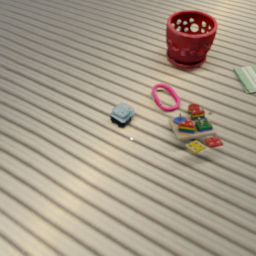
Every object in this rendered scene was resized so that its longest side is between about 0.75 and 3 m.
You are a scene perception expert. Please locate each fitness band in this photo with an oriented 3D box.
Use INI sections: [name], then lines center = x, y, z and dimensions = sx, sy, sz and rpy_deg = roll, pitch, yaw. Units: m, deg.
[fitness band]
center = 1.495, -1.242, 11.229
dimensions = 1.011, 0.264, 1.408
rpy_deg = -13, 55, -20

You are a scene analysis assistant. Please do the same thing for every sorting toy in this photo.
[sorting toy]
center = 2.219, -0.144, 9.710
dimensions = 1.332, 0.467, 2.762
rpy_deg = -9, 33, -3

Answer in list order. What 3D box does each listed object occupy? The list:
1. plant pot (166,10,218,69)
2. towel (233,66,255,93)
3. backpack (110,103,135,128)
[plant pot]
center = 2.685, -3.805, 12.401
dimensions = 2.138, 1.947, 2.138
rpy_deg = 0, 49, 0
[towel]
center = 5.847, -2.151, 12.133
dimensions = 2.097, 0.245, 1.600
rpy_deg = -6, 50, -4
[backpack]
center = -0.188, -0.531, 10.502
dimensions = 0.779, 0.661, 0.877
rpy_deg = 32, 51, 24
